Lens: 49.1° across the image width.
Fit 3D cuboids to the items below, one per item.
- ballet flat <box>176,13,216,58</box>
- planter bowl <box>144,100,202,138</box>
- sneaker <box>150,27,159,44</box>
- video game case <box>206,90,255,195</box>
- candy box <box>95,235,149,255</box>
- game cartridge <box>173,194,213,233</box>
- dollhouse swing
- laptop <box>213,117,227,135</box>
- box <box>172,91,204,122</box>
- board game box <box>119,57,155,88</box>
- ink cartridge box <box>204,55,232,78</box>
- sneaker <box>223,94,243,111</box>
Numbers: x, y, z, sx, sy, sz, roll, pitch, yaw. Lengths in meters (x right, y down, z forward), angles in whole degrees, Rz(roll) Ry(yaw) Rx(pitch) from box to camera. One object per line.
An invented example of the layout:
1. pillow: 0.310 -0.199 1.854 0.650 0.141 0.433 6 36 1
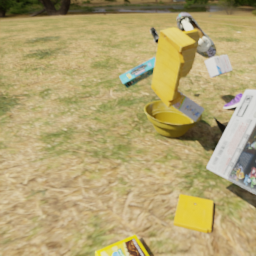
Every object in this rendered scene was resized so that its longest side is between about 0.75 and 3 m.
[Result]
1. ballet flat: 2.902 -3.873 11.987 0.858 2.385 0.858 -42 10 9
2. planter bowl: 1.879 -0.277 12.216 2.476 1.031 2.476 3 29 -2
3. sneaker: 1.271 -4.222 12.863 0.287 0.862 0.390 -30 41 1
4. video game case: 3.292 0.252 7.117 0.305 2.614 2.377 27 0 -18
5. candy box: 0.195 3.538 6.328 1.172 0.303 2.293 -16 33 -22
6. game cartridge: 1.943 2.513 8.265 1.043 0.192 1.183 9 33 15
7. dollhouse swing: 1.891 -2.057 9.230 1.807 2.055 1.868 -9 40 -20
8. laptop: 4.691 0.383 10.908 2.128 1.233 1.993 -10 32 -17
9. box: 2.163 -0.843 10.549 1.163 0.589 0.654 31 11 -19
10. board game box: 0.536 -2.484 12.794 1.757 0.412 1.326 -28 -4 6
11. ink cartridge box: 3.873 -2.645 11.952 1.321 0.760 0.448 -21 1 -43
12. sneaker: 3.685 -0.878 9.377 0.468 0.485 1.162 9 -17 -24
